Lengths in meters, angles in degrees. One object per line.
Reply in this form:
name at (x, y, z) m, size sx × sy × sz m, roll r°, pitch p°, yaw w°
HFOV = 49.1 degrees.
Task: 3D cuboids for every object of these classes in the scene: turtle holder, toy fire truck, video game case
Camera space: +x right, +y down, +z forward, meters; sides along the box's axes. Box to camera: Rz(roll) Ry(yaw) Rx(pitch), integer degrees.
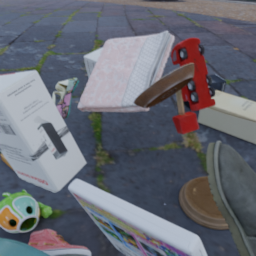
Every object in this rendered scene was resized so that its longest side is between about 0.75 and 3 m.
turtle holder at (-2.672, 2.222, 7.123) m, size 0.906 × 1.275 × 0.969 m, roll 27°, pitch 74°, yaw 35°
toy fire truck at (1.594, -1.026, 7.533) m, size 0.582 × 2.388 × 1.684 m, roll -17°, pitch 5°, yaw -14°
video game case at (0.266, 1.756, 4.224) m, size 2.199 × 2.002 × 0.261 m, roll 13°, pitch 51°, yaw 42°

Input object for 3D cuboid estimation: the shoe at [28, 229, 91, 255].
shoe at (-1.616, 2.745, 6.528) m, size 1.538 × 0.550 × 0.700 m, roll -4°, pitch 39°, yaw 2°

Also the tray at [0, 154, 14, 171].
tray at (-3.439, 0.821, 9.680) m, size 0.791 × 0.297 × 1.604 m, roll 27°, pitch 43°, yaw 34°

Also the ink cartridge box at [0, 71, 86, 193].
ink cartridge box at (-2.061, 0.079, 5.703) m, size 1.608 × 2.228 × 0.933 m, roll 6°, pitch 38°, yaw 42°

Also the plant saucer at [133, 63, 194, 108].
plant saucer at (0.693, -0.707, 5.088) m, size 1.283 × 1.283 × 0.221 m, roll -27°, pitch 82°, yaw -34°

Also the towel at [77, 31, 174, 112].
towel at (-0.107, -1.375, 6.860) m, size 2.096 × 0.354 × 2.195 m, roll 3°, pitch 63°, yaw 37°

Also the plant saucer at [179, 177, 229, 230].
plant saucer at (2.389, 2.008, 7.915) m, size 1.888 × 0.278 × 1.888 m, roll 0°, pitch 33°, yaw 0°

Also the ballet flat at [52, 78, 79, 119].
ballet flat at (-2.166, -1.129, 9.456) m, size 0.691 × 0.671 × 1.942 m, roll 22°, pitch 46°, yaw -18°

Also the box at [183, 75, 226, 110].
box at (3.370, -1.581, 12.472) m, size 1.600 × 1.187 × 0.856 m, roll -13°, pitch 36°, yaw -18°

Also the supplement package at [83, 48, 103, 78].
supplement package at (-0.293, -1.834, 9.425) m, size 1.396 × 1.386 × 1.840 m, roll -34°, pitch 44°, yaw -28°

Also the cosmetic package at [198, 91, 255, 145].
cosmetic package at (4.326, -0.415, 10.884) m, size 2.800 × 1.023 × 1.449 m, roll 23°, pitch 40°, yaw 32°

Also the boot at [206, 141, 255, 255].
boot at (2.834, 1.018, 4.134) m, size 2.777 × 2.524 × 1.007 m, roll -17°, pitch 22°, yaw 35°

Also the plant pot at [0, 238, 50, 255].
plant pot at (-1.974, 2.983, 5.216) m, size 1.969 × 1.392 × 1.391 m, roll 15°, pitch 55°, yaw 27°
